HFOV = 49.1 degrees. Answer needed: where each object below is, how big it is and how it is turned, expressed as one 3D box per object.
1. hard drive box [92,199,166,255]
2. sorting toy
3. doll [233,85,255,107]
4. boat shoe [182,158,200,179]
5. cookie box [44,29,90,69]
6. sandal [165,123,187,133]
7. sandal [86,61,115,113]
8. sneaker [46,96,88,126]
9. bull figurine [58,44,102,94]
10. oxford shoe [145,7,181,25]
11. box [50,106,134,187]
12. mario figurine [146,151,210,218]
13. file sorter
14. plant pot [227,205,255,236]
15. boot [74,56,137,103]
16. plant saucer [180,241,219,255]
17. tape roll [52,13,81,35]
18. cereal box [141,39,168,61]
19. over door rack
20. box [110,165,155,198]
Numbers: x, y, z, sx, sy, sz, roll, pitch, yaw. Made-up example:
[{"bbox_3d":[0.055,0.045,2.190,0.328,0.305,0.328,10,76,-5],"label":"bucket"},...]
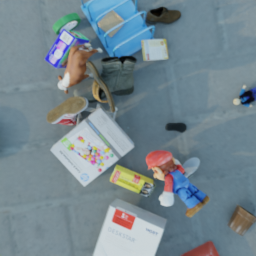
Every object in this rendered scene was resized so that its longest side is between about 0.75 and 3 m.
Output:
[{"bbox_3d":[-0.039,4.346,10.357,2.116,1.042,2.714,19,96,12],"label":"hard drive box"},{"bbox_3d":[-0.677,-4.175,11.223,0.793,0.156,0.856,43,92,1],"label":"sorting toy"},{"bbox_3d":[4.871,-1.297,11.277,1.351,0.327,0.922,-25,96,6],"label":"doll"},{"bbox_3d":[2.322,1.754,11.059,0.513,0.475,1.389,36,94,23],"label":"boat shoe"},{"bbox_3d":[-2.240,-2.944,10.542,0.592,1.577,1.349,39,108,0],"label":"cookie box"},{"bbox_3d":[1.886,-0.054,11.108,1.091,0.261,0.410,7,105,-33],"label":"sandal"},{"bbox_3d":[-1.051,-1.403,9.921,0.587,0.879,2.152,-29,79,-4],"label":"sandal"},{"bbox_3d":[-2.089,-0.622,10.730,1.909,1.074,0.680,-21,74,26],"label":"sneaker"},{"bbox_3d":[-1.880,-2.243,10.595,1.397,2.302,0.750,-33,78,-36],"label":"bull figurine"},{"bbox_3d":[1.466,-4.496,11.134,1.538,0.649,0.559,-14,75,-16],"label":"oxford shoe"},{"bbox_3d":[-1.346,0.714,10.654,2.515,0.518,1.961,-38,101,9],"label":"box"},{"bbox_3d":[1.606,2.005,10.311,1.417,1.650,2.674,-43,69,6],"label":"mario figurine"},{"bbox_3d":[-0.432,-4.247,10.695,1.906,1.685,2.747,-31,89,0],"label":"file sorter"},{"bbox_3d":[4.396,3.624,10.878,0.908,0.908,0.898,32,93,1],"label":"plant pot"},{"bbox_3d":[-0.913,-1.919,10.519,2.505,1.636,0.848,-13,48,-11],"label":"boot"},{"bbox_3d":[2.749,6.254,10.984,2.645,0.486,2.650,-26,88,-1],"label":"plant saucer"},{"bbox_3d":[-2.398,-4.054,10.951,1.123,1.123,0.270,-32,96,-1],"label":"tape roll"},{"bbox_3d":[1.055,-3.083,11.080,1.100,0.217,0.791,-11,97,-28],"label":"cereal box"},{"bbox_3d":[-1.342,0.025,11.136,1.524,0.687,2.063,12,102,1],"label":"over door rack"},{"bbox_3d":[0.181,2.088,10.989,1.690,0.423,0.636,25,107,-4],"label":"box"}]
